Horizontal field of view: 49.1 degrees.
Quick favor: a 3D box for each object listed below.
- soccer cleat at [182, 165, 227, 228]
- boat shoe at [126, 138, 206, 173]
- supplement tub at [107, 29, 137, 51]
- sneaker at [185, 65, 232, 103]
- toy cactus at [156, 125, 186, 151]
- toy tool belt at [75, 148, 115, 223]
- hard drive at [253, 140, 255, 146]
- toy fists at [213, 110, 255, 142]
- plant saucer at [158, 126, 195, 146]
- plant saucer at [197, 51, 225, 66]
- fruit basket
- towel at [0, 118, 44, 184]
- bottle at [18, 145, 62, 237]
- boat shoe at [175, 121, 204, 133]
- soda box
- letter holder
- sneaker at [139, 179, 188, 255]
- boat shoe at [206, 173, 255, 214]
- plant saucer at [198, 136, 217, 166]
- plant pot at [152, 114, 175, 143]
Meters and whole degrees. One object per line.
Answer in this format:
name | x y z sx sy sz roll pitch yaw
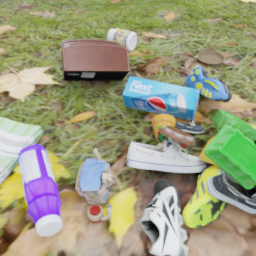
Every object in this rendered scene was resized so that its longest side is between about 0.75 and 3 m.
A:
soccer cleat | 2.172 1.704 7.542 2.535 0.820 1.060 -35 32 -30
boat shoe | 1.157 0.686 8.090 2.342 0.999 0.865 6 8 -3
supplement tub | -0.313 -4.441 14.073 1.293 0.933 0.933 21 46 22
sneaker | 3.148 -1.680 11.137 1.110 0.950 2.679 24 21 -28
toy cactus | 1.223 0.478 8.830 0.957 1.160 0.593 -44 25 3
toy tool belt | -0.885 1.477 7.431 1.088 1.071 1.743 -1 42 -2
hard drive | 4.426 0.564 8.058 1.158 0.313 1.657 -6 23 -28
toy fists | 3.144 -0.038 8.533 1.017 0.686 1.996 33 15 2
plant saucer | 1.348 0.170 7.600 1.064 0.195 1.064 20 12 -4
plant saucer | 3.946 -3.321 13.396 1.329 0.196 1.329 0 43 0
fruit basket | 2.605 0.637 6.653 1.482 1.482 1.069 37 83 34
towel | -4.267 0.668 8.817 2.073 0.426 2.779 13 44 13
bottle | -2.303 1.581 7.347 0.823 1.054 2.522 -16 45 -17
boat shoe | 2.111 -0.049 9.611 1.040 0.321 0.389 8 21 2
soda box | 1.187 -1.066 10.223 2.608 0.837 0.885 13 65 16
letter holder | -1.355 -2.925 11.263 2.523 1.269 1.794 -2 84 -14
sneaker | 0.737 2.053 6.785 0.963 0.806 2.176 12 34 -14
boat shoe | 2.974 1.621 6.896 2.099 0.744 0.756 16 59 -18
plant saucer | 3.183 0.736 8.185 1.877 0.455 1.877 19 21 20
plant pot | 1.174 0.063 9.302 0.793 0.793 0.726 3 58 3
